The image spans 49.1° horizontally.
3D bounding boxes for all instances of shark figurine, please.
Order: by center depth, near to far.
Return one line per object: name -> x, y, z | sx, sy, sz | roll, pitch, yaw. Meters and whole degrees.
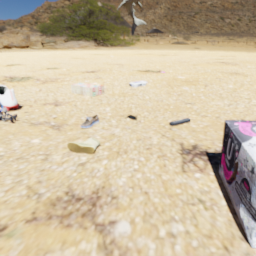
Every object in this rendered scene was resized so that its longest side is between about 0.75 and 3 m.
shark figurine -> -0.010, -2.977, 7.004 | 0.555, 0.795, 1.331 | -41, -13, -8

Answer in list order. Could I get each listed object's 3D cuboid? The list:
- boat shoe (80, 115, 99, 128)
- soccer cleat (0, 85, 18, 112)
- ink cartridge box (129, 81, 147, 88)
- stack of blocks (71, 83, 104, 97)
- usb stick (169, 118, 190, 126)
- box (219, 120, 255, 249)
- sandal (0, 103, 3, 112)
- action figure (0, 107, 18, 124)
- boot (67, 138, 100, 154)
boat shoe -> -1.514, -0.270, 10.950 | 0.366, 0.366, 1.012 | 10, 22, 26
soccer cleat -> -6.117, -1.520, 13.324 | 2.628, 1.120, 0.902 | 17, 25, 38
ink cartridge box -> 0.698, -2.892, 18.488 | 1.195, 0.234, 0.594 | -16, 25, -35
stack of blocks -> -2.346, -2.254, 16.270 | 1.730, 0.507, 0.996 | 14, 24, 34
usb stick -> 2.073, -0.239, 11.168 | 1.002, 0.163, 0.278 | -13, 24, -31
box -> 3.059, 0.945, 5.765 | 1.793, 1.557, 2.713 | 2, 20, 5
sandal -> -5.904, -0.781, 11.875 | 0.855, 0.780, 1.964 | 1, 21, -10
action figure -> -5.101, -0.511, 11.328 | 1.168, 0.596, 0.694 | 7, 32, 14
boot -> -1.382, 0.523, 8.798 | 0.893, 0.325, 0.694 | 6, 21, 13
